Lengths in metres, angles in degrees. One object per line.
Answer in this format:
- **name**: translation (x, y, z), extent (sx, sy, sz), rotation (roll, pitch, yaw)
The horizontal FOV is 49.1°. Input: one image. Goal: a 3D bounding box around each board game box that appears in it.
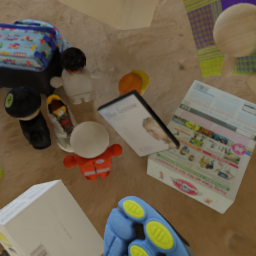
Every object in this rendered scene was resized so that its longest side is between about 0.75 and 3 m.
- **board game box**: translation (1.906, 0.322, 6.682), extent (1.950, 0.850, 2.643), rotation (26, 60, 17)

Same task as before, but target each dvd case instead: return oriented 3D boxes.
- **dvd case**: translation (0.146, -0.019, 4.003), extent (1.059, 0.755, 0.093), rotation (48, 47, -22)

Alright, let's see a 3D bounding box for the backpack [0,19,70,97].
- **backpack**: translation (-2.735, -2.215, 7.903), extent (2.079, 1.532, 2.277), rotation (11, 57, 7)

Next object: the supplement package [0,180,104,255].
- **supplement package**: translation (-1.211, 1.531, 4.054), extent (0.917, 1.246, 1.192), rotation (-38, 99, -36)

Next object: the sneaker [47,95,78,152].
- **sneaker**: translation (-1.640, -0.112, 7.031), extent (0.673, 0.710, 1.729), rotation (-29, 63, -17)

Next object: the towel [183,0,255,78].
- **towel**: translation (1.695, -2.134, 5.011), extent (0.299, 2.627, 1.887), rotation (-32, 24, -24)

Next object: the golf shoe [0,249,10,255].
- **golf shoe**: translation (-2.237, 2.756, 5.460), extent (0.436, 0.358, 0.922), rotation (-32, 56, -6)

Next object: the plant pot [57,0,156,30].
- **plant pot**: translation (-0.502, -3.993, 6.426), extent (2.695, 2.389, 2.698), rotation (27, 26, 6)

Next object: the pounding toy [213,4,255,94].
- **pounding toy**: translation (2.635, -0.715, 3.652), extent (2.849, 2.199, 1.322), rotation (42, 102, 21)

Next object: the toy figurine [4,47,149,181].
- **toy figurine**: translation (-1.057, -0.445, 6.548), extent (2.704, 1.881, 2.662), rotation (28, 62, 17)

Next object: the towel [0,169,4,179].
- **towel**: translation (-3.272, 1.378, 6.451), extent (0.434, 0.091, 1.009), rotation (11, 58, 6)

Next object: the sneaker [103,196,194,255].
- **sneaker**: translation (0.703, 1.955, 3.214), extent (0.946, 1.106, 2.670), rotation (-45, 79, 4)
